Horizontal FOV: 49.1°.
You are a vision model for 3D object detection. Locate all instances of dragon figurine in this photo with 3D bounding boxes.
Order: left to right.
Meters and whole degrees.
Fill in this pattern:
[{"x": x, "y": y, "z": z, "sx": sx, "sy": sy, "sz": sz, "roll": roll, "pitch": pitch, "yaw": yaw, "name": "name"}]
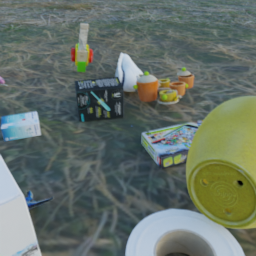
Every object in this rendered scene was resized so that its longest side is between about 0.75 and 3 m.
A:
[{"x": -2.216, "y": 1.631, "z": 5.643, "sx": 1.399, "sy": 0.412, "sz": 0.696, "roll": 4, "pitch": 32, "yaw": 7, "name": "dragon figurine"}]

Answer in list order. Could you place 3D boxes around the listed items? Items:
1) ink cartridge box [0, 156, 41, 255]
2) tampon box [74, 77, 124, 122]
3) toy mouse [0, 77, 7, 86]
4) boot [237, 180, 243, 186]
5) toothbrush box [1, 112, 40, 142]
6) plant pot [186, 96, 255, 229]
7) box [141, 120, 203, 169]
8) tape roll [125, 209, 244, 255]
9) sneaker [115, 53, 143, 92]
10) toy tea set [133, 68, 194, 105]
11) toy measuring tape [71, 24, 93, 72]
[{"x": -2.330, "y": 1.585, "z": 3.877, "sx": 1.700, "sy": 2.350, "sz": 1.730, "roll": -22, "pitch": 38, "yaw": -31, "name": "ink cartridge box"}, {"x": -0.928, "y": -0.935, "z": 9.067, "sx": 1.465, "sy": 1.098, "sz": 0.925, "roll": -6, "pitch": 33, "yaw": -10, "name": "tampon box"}, {"x": -5.364, "y": -1.850, "z": 11.350, "sx": 1.036, "sy": 0.226, "sz": 1.165, "roll": 10, "pitch": 33, "yaw": 15, "name": "toy mouse"}, {"x": 2.826, "y": 0.631, "z": 6.995, "sx": 1.855, "sy": 0.738, "sz": 2.131, "roll": -23, "pitch": 30, "yaw": -18, "name": "boot"}, {"x": -3.170, "y": -0.055, "z": 8.299, "sx": 1.030, "sy": 0.439, "sz": 0.754, "roll": -9, "pitch": 34, "yaw": -17, "name": "toothbrush box"}, {"x": 1.938, "y": 0.766, "z": 4.884, "sx": 2.341, "sy": 2.341, "sz": 1.662, "roll": 24, "pitch": 32, "yaw": 33, "name": "plant pot"}, {"x": 1.617, "y": 0.374, "z": 7.651, "sx": 2.214, "sy": 0.384, "sz": 1.218, "roll": -12, "pitch": 34, "yaw": -19, "name": "box"}, {"x": 0.869, "y": 2.227, "z": 4.465, "sx": 1.878, "sy": 0.657, "sz": 1.878, "roll": 1, "pitch": 33, "yaw": 0, "name": "tape roll"}, {"x": 0.026, "y": -2.217, "z": 11.425, "sx": 1.067, "sy": 1.012, "sz": 2.650, "roll": 7, "pitch": 37, "yaw": -7, "name": "sneaker"}, {"x": 1.396, "y": -1.691, "z": 10.084, "sx": 1.598, "sy": 0.994, "sz": 2.687, "roll": 8, "pitch": 27, "yaw": 30, "name": "toy tea set"}, {"x": -1.894, "y": -3.381, "z": 11.547, "sx": 1.010, "sy": 2.747, "sz": 1.010, "roll": 5, "pitch": 58, "yaw": -9, "name": "toy measuring tape"}]
